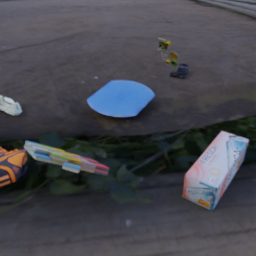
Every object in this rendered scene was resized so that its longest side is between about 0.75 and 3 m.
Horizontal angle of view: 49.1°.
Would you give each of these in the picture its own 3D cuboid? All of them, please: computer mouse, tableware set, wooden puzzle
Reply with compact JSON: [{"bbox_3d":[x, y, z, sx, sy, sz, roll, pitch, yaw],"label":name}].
[{"bbox_3d":[2.587,-2.738,13.737,0.833,0.317,1.203,15,46,23],"label":"computer mouse"},{"bbox_3d":[1.273,-2.373,8.946,0.694,1.030,0.158,28,71,27],"label":"tableware set"},{"bbox_3d":[-1.466,0.671,6.417,1.594,0.189,2.688,19,-4,-28],"label":"wooden puzzle"}]

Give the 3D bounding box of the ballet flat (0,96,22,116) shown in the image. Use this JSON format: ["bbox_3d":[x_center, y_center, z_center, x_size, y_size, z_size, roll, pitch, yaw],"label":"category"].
[{"bbox_3d":[-4.635,-0.920,10.505,1.694,0.608,0.608,17,35,26],"label":"ballet flat"}]

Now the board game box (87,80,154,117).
[{"bbox_3d":[-0.238,-0.971,10.688,2.031,0.501,2.571,20,42,22],"label":"board game box"}]

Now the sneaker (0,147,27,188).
[{"bbox_3d":[-3.432,0.787,7.617,1.226,0.849,2.189,-14,44,-28],"label":"sneaker"}]

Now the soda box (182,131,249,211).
[{"bbox_3d":[2.291,0.999,7.182,0.811,0.754,2.372,21,38,30],"label":"soda box"}]
